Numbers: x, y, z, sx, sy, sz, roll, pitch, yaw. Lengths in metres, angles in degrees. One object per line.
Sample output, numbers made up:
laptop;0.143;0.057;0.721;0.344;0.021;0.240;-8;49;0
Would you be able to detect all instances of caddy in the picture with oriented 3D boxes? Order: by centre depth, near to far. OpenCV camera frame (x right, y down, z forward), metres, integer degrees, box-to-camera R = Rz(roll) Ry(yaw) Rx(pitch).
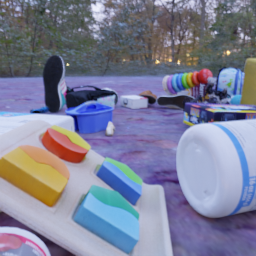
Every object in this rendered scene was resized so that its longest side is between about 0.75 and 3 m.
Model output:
caddy;-1.403;-0.468;10.329;1.355;1.006;1.917;11;17;36

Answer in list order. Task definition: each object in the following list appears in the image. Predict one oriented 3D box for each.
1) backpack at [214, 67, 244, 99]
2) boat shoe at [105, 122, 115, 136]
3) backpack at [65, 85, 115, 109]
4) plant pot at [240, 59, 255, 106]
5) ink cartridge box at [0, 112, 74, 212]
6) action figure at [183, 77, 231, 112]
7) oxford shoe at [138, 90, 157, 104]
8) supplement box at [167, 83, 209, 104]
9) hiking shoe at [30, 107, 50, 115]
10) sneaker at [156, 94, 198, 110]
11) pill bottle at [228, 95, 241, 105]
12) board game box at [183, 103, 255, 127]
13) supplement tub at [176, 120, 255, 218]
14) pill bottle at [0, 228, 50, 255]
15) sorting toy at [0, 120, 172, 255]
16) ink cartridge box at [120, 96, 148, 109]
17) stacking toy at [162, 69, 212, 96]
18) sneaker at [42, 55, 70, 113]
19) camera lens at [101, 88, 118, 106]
backpack;5.265;-1.942;14.164;1.722;2.144;2.343;7;18;24
boat shoe;-0.594;0.059;9.607;0.288;0.307;0.832;16;27;-3
backpack;-1.541;-1.097;12.361;1.726;1.309;2.068;25;24;34
plant pot;6.333;-1.336;10.922;2.534;2.550;2.609;-6;18;-23
ink cartridge box;-2.645;0.504;5.673;2.040;1.196;2.786;5;16;17
action figure;3.562;-1.205;11.697;2.527;1.289;1.502;-27;69;-28
oxford shoe;1.104;-1.819;15.725;0.769;0.769;2.157;-49;21;-9
supplement box;3.561;-2.062;16.415;2.392;1.320;1.024;-1;14;-4
hiking shoe;-4.128;-0.757;13.174;0.923;0.343;0.400;-17;27;-23
sneaker;2.629;-1.390;14.748;2.149;0.782;0.910;10;6;18
pill bottle;5.087;-1.004;12.388;0.958;0.958;1.728;-7;3;-27
board game box;3.722;-0.326;9.671;2.916;0.827;2.410;1;12;-11
supplement tub;2.117;0.590;4.724;2.265;1.495;1.495;-5;14;-18
pill bottle;-1.090;1.533;2.015;0.889;0.889;1.607;-2;14;-8
sorting toy;-0.658;0.709;3.997;2.789;0.509;2.581;28;13;-3
ink cartridge box;0.311;-1.415;15.313;0.978;0.567;1.325;-7;14;-29
stacking toy;3.031;-2.382;14.141;2.501;1.068;1.068;-10;4;39
sneaker;-3.440;-2.215;13.951;1.140;2.727;1.647;8;14;2
camera lens;-1.147;-1.650;15.371;0.989;0.989;1.236;-5;14;-21
